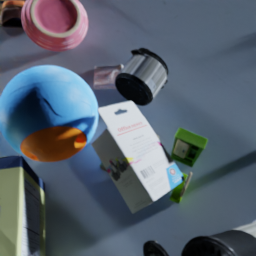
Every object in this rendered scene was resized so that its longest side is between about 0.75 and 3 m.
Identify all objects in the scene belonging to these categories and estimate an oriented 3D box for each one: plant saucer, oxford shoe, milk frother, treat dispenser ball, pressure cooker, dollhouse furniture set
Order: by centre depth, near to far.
[{"bbox_3d":[1.957,2.846,6.004,2.397,2.300,2.549,4,19,-37],"label":"milk frother"},{"bbox_3d":[-2.047,-0.354,7.337,2.502,2.502,2.502,0,60,0],"label":"treat dispenser ball"},{"bbox_3d":[0.572,0.709,7.415,2.418,1.213,1.584,24,63,13],"label":"dollhouse furniture set"},{"bbox_3d":[0.504,-1.610,8.685,1.380,1.359,1.545,29,67,12],"label":"pressure cooker"},{"bbox_3d":[-2.564,-3.895,9.908,2.309,0.585,2.309,3,81,-16],"label":"plant saucer"},{"bbox_3d":[-3.333,-4.035,10.382,2.742,0.978,1.000,1,67,6],"label":"oxford shoe"}]

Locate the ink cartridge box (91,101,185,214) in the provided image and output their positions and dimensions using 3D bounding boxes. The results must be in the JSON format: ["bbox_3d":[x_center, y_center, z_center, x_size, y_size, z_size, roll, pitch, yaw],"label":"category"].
[{"bbox_3d":[0.112,0.610,6.766,1.382,0.814,2.401,-18,71,-48],"label":"ink cartridge box"}]

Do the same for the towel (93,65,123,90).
[{"bbox_3d":[-0.646,-1.719,9.435,1.027,0.165,0.981,-3,60,-1],"label":"towel"}]

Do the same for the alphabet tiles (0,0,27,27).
[{"bbox_3d":[-4.425,-4.924,11.343,1.953,0.074,2.347,-1,60,0],"label":"alphabet tiles"}]

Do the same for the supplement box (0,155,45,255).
[{"bbox_3d":[-3.430,2.434,5.981,2.906,1.951,2.903,-7,60,-4],"label":"supplement box"}]
